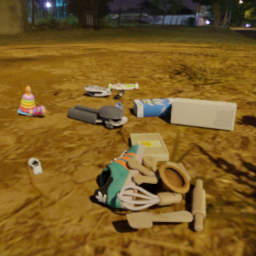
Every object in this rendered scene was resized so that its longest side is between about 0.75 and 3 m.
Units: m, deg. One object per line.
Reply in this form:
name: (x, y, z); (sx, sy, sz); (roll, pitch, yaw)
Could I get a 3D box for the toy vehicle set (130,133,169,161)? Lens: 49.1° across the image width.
toy vehicle set: (0.701, 0.650, 9.852); (1.118, 0.239, 1.800); (-1, 22, -4)

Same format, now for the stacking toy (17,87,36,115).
stacking toy: (-4.692, -1.326, 13.121); (0.756, 1.377, 0.799); (12, 32, -6)

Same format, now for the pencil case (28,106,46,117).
pencil case: (-4.167, -0.750, 12.777); (0.886, 0.392, 0.392); (-11, 14, 32)

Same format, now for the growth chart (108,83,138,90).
growth chart: (-0.317, -2.711, 18.334); (2.054, 0.182, 1.486); (-2, 21, -6)

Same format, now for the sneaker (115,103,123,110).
sneaker: (-0.565, -0.769, 13.013); (0.490, 0.545, 1.326); (5, 24, 8)

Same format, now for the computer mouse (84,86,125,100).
computer mouse: (-1.386, -2.019, 16.243); (2.292, 0.503, 1.257); (8, 28, 6)

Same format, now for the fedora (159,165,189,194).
fedora: (1.076, 1.307, 6.897); (0.874, 0.357, 0.874); (20, 36, -16)

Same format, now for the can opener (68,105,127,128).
can opener: (-1.380, -0.701, 12.140); (2.998, 1.002, 0.800); (14, 33, 31)

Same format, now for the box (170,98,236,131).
box: (3.168, -0.610, 11.896); (2.572, 1.057, 0.879); (9, 19, 18)

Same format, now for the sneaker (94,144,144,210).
sneaker: (-0.175, 1.153, 7.704); (1.051, 0.939, 2.632); (8, 24, 8)

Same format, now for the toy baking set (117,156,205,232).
toy baking set: (0.851, 1.590, 6.650); (2.141, 0.325, 2.790); (20, 28, 0)

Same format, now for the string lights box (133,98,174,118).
string lights box: (1.336, -0.969, 13.413); (2.020, 0.595, 1.038); (-4, 22, -9)

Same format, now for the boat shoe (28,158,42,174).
boat shoe: (-2.875, 1.107, 8.682); (0.335, 0.298, 0.911); (-14, 26, -31)
